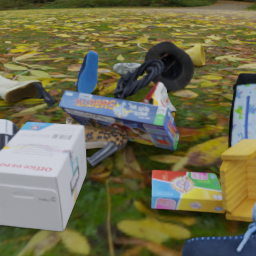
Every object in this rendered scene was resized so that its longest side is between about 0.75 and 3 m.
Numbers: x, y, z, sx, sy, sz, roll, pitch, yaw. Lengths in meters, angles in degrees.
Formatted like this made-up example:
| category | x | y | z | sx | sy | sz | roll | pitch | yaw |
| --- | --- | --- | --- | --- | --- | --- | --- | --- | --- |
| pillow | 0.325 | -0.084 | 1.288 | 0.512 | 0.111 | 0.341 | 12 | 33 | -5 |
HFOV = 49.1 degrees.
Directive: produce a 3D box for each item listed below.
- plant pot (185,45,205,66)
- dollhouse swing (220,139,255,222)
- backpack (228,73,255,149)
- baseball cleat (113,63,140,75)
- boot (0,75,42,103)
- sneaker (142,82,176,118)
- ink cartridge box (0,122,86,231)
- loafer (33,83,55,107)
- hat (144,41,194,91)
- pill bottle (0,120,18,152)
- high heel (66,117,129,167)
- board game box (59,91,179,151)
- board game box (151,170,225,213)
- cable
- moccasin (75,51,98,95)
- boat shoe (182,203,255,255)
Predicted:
| category | x | y | z | sx | sy | sz | roll | pitch | yaw |
| --- | --- | --- | --- | --- | --- | --- | --- | --- | --- |
| plant pot | 3.297 | -3.608 | 14.159 | 0.953 | 1.013 | 1.013 | -4 | 24 | 28 |
| dollhouse swing | 2.301 | 0.918 | 4.608 | 1.113 | 1.225 | 1.077 | -22 | 21 | -39 |
| backpack | 2.818 | 0.098 | 6.008 | 1.546 | 1.640 | 2.011 | 16 | 74 | 37 |
| baseball cleat | -0.054 | -2.783 | 13.107 | 1.510 | 0.527 | 0.804 | -1 | 20 | -23 |
| boot | -4.175 | -1.549 | 10.244 | 1.343 | 0.626 | 1.736 | 24 | 31 | 21 |
| sneaker | 0.929 | -0.595 | 8.555 | 0.933 | 0.884 | 2.270 | 33 | 35 | -12 |
| ink cartridge box | -1.611 | 0.837 | 5.327 | 1.243 | 1.237 | 1.694 | 4 | 29 | 6 |
| loafer | -2.777 | -1.080 | 9.107 | 0.330 | 0.319 | 0.939 | -43 | 89 | -18 |
| hat | 1.537 | -2.356 | 11.238 | 2.041 | 2.041 | 0.823 | -7 | -5 | -12 |
| pill bottle | -2.758 | 0.574 | 6.064 | 0.755 | 0.755 | 1.422 | -8 | 53 | -14 |
| high heel | -0.783 | 0.068 | 6.944 | 1.154 | 0.578 | 1.618 | -34 | 61 | -10 |
| board game box | -0.149 | -0.152 | 6.878 | 2.583 | 1.748 | 0.445 | 12 | 73 | 21 |
| board game box | 1.130 | 1.221 | 5.510 | 1.327 | 0.268 | 1.015 | 2 | 20 | 4 |
| cable | 0.334 | -1.620 | 9.853 | 1.823 | 0.567 | 2.234 | -14 | 30 | 35 |
| moccasin | -1.531 | -1.964 | 10.643 | 0.779 | 1.935 | 0.660 | 26 | -26 | -26 |
| boat shoe | 2.168 | 1.684 | 3.830 | 2.964 | 1.247 | 1.018 | 7 | 52 | -6 |
